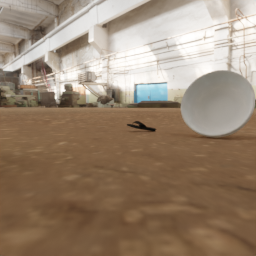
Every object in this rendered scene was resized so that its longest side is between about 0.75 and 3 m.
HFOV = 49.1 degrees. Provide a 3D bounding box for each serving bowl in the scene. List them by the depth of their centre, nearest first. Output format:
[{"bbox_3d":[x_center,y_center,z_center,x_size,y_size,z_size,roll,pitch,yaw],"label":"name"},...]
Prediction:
[{"bbox_3d":[1.974,-0.474,6.157,1.542,1.542,0.507,3,-18,31],"label":"serving bowl"}]

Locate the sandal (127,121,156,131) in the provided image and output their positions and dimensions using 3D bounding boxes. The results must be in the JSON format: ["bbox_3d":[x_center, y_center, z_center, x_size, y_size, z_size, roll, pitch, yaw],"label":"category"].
[{"bbox_3d":[0.348,-0.063,7.248,0.768,0.184,0.289,10,5,-10],"label":"sandal"}]
